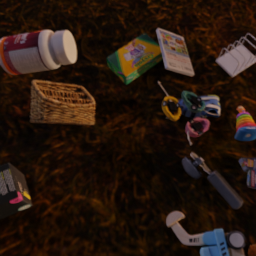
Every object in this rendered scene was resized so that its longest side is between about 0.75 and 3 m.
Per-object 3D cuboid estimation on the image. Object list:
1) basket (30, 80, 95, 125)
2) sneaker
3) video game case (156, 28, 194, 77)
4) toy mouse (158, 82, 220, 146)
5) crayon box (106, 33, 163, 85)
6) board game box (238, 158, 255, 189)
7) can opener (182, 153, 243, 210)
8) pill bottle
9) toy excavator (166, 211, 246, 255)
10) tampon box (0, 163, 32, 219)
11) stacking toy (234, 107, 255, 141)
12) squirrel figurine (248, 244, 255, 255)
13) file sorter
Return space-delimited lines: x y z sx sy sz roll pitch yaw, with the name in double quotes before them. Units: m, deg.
"basket" -2.053 -0.834 9.094 1.954 1.394 1.455 4 88 -37
"sneaker" 2.610 -0.711 10.889 2.089 0.773 0.859 -7 67 -2
"video game case" 2.000 -3.224 11.957 1.489 0.187 2.079 7 61 -32
"toy mouse" 2.244 -0.447 9.947 2.238 0.487 2.518 1 58 -23
"crayon box" 0.322 -2.965 11.980 2.166 0.631 1.286 -37 71 -16
"board game box" 4.632 1.588 10.012 1.313 0.405 1.313 12 66 7
"can opener" 2.901 1.898 9.874 0.811 0.647 2.426 -45 70 16
"pill bottle" -3.243 -2.741 10.104 2.514 1.377 1.377 -5 65 12
"toy excavator" 2.438 3.641 8.795 2.227 1.112 2.165 -10 64 5
"tampon box" -4.410 2.255 9.096 1.982 1.486 1.251 -22 67 -10
"stacking toy" 4.475 -0.283 10.787 0.839 0.794 1.446 0 53 3
"squirrel figurine" 4.144 4.223 8.718 1.029 0.780 1.103 -20 52 2
"file sorter" 4.761 -3.124 11.892 1.530 0.953 1.061 -32 70 -14
